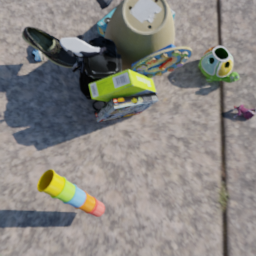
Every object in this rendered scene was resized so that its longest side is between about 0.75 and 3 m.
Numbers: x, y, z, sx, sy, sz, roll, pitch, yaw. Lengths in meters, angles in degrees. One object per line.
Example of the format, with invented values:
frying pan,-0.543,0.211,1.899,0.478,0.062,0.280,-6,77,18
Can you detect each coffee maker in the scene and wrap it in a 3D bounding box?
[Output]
coffee maker,-0.898,-1.708,9.310,1.344,1.995,1.917,-26,88,-16

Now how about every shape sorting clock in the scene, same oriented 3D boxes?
shape sorting clock,1.038,-1.993,8.867,2.059,2.059,0.404,-14,79,-5

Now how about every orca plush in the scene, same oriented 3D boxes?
orca plush,-1.272,-2.239,8.036,1.363,0.484,0.717,2,72,9

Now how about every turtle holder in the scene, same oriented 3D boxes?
turtle holder,3.299,-2.278,10.273,1.151,1.075,1.514,-5,69,-3

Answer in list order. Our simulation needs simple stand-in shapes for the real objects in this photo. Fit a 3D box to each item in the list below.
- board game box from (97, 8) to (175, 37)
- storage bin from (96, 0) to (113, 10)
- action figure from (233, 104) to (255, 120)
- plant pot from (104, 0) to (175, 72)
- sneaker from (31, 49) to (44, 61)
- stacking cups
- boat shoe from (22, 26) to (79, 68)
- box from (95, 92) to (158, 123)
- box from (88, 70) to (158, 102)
board game box,0.327,-4.230,11.264,1.920,0.597,2.543,41,75,14
storage bin,-0.709,-4.150,8.432,0.616,0.667,0.917,38,81,-31
action figure,4.107,-0.583,9.933,0.790,0.588,0.529,23,77,-6
plant pot,0.434,-3.279,9.296,2.679,2.861,2.679,0,89,-1
sneaker,-3.603,-3.004,10.936,0.421,0.367,0.936,-17,70,-3
stacking cups,-1.498,1.877,7.796,0.648,2.141,0.648,-24,45,27
boat shoe,-2.566,-2.674,9.372,2.049,0.673,0.732,31,88,-21
box,-0.047,-0.672,9.083,1.765,1.208,0.352,-13,78,-36
box,-0.058,-1.225,8.952,1.402,2.299,0.548,-16,85,23
